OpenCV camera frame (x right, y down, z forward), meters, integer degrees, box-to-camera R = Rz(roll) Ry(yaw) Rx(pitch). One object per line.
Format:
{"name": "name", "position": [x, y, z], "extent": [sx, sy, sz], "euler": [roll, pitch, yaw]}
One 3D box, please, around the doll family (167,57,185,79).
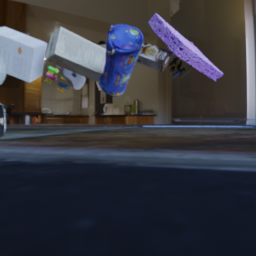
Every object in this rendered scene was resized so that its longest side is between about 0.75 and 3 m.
{"name": "doll family", "position": [1.622, -2.012, 9.352], "extent": [0.497, 0.338, 0.860], "euler": [-38, -21, -1]}

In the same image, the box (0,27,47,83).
{"name": "box", "position": [-4.646, -3.064, 11.694], "extent": [2.040, 1.553, 1.085], "euler": [22, 30, 4]}

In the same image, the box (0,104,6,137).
{"name": "box", "position": [-5.673, -0.257, 9.403], "extent": [2.708, 1.166, 2.218], "euler": [0, 1, -18]}

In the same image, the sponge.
{"name": "sponge", "position": [1.917, -2.485, 9.008], "extent": [2.829, 1.578, 0.422], "euler": [13, -52, -49]}

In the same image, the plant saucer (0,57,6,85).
{"name": "plant saucer", "position": [-4.812, -2.005, 9.836], "extent": [1.146, 1.146, 0.288], "euler": [1, 2, 23]}

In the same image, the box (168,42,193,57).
{"name": "box", "position": [2.773, -4.161, 14.720], "extent": [0.973, 0.470, 0.856], "euler": [-24, 31, -13]}

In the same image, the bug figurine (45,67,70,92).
{"name": "bug figurine", "position": [-3.782, -2.777, 15.332], "extent": [1.458, 0.484, 1.881], "euler": [21, 36, -21]}

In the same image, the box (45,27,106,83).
{"name": "box", "position": [-1.939, -2.937, 11.646], "extent": [2.601, 1.235, 1.011], "euler": [20, -17, -34]}

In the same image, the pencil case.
{"name": "pencil case", "position": [-0.374, -2.359, 10.302], "extent": [1.294, 1.162, 2.979], "euler": [-44, -11, -29]}

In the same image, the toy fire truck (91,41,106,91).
{"name": "toy fire truck", "position": [-1.090, -2.977, 13.523], "extent": [1.777, 1.299, 2.018], "euler": [-5, -43, -3]}

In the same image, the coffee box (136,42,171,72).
{"name": "coffee box", "position": [1.295, -3.832, 15.039], "extent": [1.764, 0.997, 0.704], "euler": [25, -23, 18]}

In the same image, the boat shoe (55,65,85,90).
{"name": "boat shoe", "position": [-3.053, -2.833, 14.613], "extent": [0.912, 0.926, 2.612], "euler": [41, -1, 16]}
